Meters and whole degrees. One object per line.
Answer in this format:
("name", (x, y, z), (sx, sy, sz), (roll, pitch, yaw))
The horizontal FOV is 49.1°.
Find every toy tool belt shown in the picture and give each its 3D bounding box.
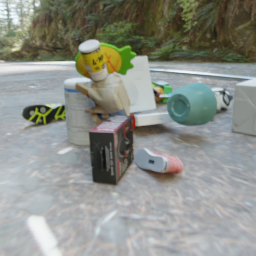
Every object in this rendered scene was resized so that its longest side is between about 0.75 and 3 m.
("toy tool belt", (-0.612, -0.626, 7.964), (1.252, 2.038, 1.272), (-2, 55, 17))

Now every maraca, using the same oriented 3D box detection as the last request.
("maraca", (-0.641, -1.883, 8.046), (1.764, 1.209, 0.944), (-7, 54, -15))

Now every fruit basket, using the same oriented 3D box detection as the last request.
("fruit basket", (1.128, -1.899, 14.534), (2.183, 1.023, 2.022), (-1, 18, -26))

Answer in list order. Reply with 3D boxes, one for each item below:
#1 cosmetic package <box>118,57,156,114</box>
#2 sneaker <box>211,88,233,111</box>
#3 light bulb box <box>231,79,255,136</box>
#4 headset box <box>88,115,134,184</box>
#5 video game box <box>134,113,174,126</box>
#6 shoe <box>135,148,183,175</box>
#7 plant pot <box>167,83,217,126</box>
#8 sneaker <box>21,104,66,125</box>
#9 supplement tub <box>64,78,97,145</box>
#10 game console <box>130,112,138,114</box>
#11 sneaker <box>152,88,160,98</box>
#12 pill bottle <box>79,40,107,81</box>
("cosmetic package", (-0.245, -1.535, 10.669), (2.026, 2.033, 1.249), (-10, 2, -26))
("sneaker", (3.837, -1.189, 12.268), (1.814, 1.113, 2.788), (-8, 7, 2))
("light bulb box", (5.479, -0.756, 9.815), (2.727, 1.717, 2.751), (14, 22, 38))
("headset box", (-0.370, 0.482, 6.607), (0.616, 1.220, 1.641), (2, 16, 16))
("video game box", (0.741, -0.315, 10.130), (1.668, 0.390, 1.520), (-7, 1, -24))
("shoe", (0.730, 0.840, 6.842), (0.619, 0.486, 1.361), (14, -2, -28))
("plant pot", (1.916, -0.702, 8.956), (1.428, 1.428, 1.146), (16, 19, 42))
("sneaker", (-3.273, -0.549, 11.052), (0.799, 0.789, 2.092), (5, 6, 40))
("supplement tub", (-1.340, -0.551, 8.813), (1.269, 1.924, 1.269), (0, 18, 0))
("game console", (-0.441, -1.261, 12.731), (1.476, 1.023, 1.729), (-12, 21, -32))
("sneaker", (1.231, -1.723, 13.557), (0.436, 0.315, 0.892), (22, 12, -32))
("pill bottle", (-0.831, -1.644, 6.895), (0.506, 0.886, 0.506), (-10, 43, 9))
